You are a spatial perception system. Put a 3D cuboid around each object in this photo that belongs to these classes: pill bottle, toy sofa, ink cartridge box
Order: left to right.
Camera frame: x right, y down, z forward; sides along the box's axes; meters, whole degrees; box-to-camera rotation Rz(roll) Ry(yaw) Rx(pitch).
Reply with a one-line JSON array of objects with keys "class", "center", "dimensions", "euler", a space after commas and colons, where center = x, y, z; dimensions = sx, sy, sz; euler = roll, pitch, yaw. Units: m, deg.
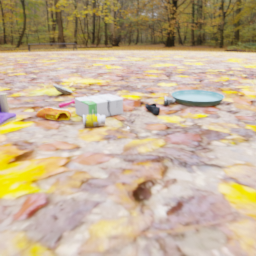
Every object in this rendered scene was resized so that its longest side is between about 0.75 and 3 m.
[{"class": "toy sofa", "center": [-5.472, -0.562, 10.668], "dimensions": [1.250, 1.061, 2.562], "euler": [3, 20, 11]}, {"class": "pill bottle", "center": [-1.296, -0.283, 10.676], "dimensions": [0.831, 0.463, 0.463], "euler": [-4, 20, -9]}, {"class": "ink cartridge box", "center": [-1.251, -0.939, 12.177], "dimensions": [1.735, 0.729, 1.266], "euler": [-12, 22, -33]}]

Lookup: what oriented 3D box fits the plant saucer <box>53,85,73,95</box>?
[{"class": "plant saucer", "center": [-3.728, -2.121, 15.865], "dimensions": [1.155, 0.290, 1.155], "euler": [23, 5, -2]}]

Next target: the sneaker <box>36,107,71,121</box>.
[{"class": "sneaker", "center": [-3.055, -0.551, 11.449], "dimensions": [1.429, 0.521, 0.551], "euler": [-1, 26, 0]}]

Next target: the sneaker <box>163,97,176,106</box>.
[{"class": "sneaker", "center": [2.055, -1.317, 13.770], "dimensions": [0.597, 0.388, 1.034], "euler": [8, 22, 7]}]

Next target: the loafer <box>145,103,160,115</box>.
[{"class": "loafer", "center": [1.108, -0.902, 12.491], "dimensions": [0.399, 0.412, 1.175], "euler": [15, 13, -26]}]

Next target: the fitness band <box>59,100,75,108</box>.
[{"class": "fitness band", "center": [-2.883, -1.129, 13.192], "dimensions": [0.752, 0.196, 1.047], "euler": [-18, 11, -16]}]

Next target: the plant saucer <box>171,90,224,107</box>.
[{"class": "plant saucer", "center": [3.563, -1.534, 14.464], "dimensions": [2.650, 0.363, 2.650], "euler": [0, 19, 0]}]
